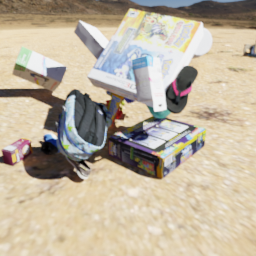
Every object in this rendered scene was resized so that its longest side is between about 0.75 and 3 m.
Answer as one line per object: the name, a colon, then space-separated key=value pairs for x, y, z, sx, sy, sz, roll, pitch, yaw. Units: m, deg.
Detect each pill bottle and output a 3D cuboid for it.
pill bottle: x=2.427 y=-3.291 z=11.009 sx=1.151 sy=1.151 sz=2.022 roll=-3 pitch=13 yaw=-7

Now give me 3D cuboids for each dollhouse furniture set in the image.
dollhouse furniture set: x=3.301 y=-1.663 z=7.088 sx=0.642 sy=0.916 sz=0.645 roll=8 pitch=6 yaw=-4

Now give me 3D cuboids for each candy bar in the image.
candy bar: x=-0.507 y=-0.548 z=8.571 sx=0.409 sy=1.642 sz=0.182 roll=21 pitch=52 yaw=-7

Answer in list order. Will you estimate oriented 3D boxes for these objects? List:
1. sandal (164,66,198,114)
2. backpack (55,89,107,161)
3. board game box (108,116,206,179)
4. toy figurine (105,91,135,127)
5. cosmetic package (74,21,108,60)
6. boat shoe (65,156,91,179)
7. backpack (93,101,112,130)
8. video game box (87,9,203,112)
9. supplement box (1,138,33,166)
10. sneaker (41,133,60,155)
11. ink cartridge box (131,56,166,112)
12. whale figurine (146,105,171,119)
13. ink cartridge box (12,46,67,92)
sandal: x=1.289 y=-1.010 z=6.735 sx=0.591 sy=0.355 sz=1.574 roll=25 pitch=62 yaw=6
backpack: x=-1.042 y=0.022 z=6.391 sx=1.148 sy=1.219 sz=1.494 roll=-42 pitch=36 yaw=12
board game box: x=0.811 y=0.391 z=7.599 sx=1.774 sy=0.609 sz=2.146 roll=18 pitch=30 yaw=38
toy figurine: x=0.217 y=-1.059 z=9.722 sx=1.426 sy=1.256 sz=2.381 roll=-4 pitch=24 yaw=14
cosmetic package: x=-1.062 y=-2.929 z=9.980 sx=0.862 sy=0.529 sz=2.089 roll=2 pitch=42 yaw=-49
boat shoe: x=-1.162 y=0.783 z=6.533 sx=0.334 sy=0.276 sz=0.928 roll=14 pitch=27 yaw=-51
backpack: x=-0.941 y=-0.214 z=8.195 sx=0.764 sy=0.952 sz=1.040 roll=47 pitch=12 yaw=15
video game box: x=0.464 y=-1.975 z=7.742 sx=2.344 sy=0.602 sz=2.573 roll=23 pitch=75 yaw=24
supplement box: x=-2.886 y=0.614 z=7.316 sx=0.325 sy=0.419 sz=0.759 roll=9 pitch=26 yaw=19
sneaker: x=-2.230 y=0.443 z=7.753 sx=0.969 sy=0.372 sz=0.539 roll=29 pitch=28 yaw=36
ink cartridge box: x=0.478 y=-0.948 z=6.249 sx=0.405 sy=1.193 sz=0.687 roll=-7 pitch=4 yaw=31
whale figurine: x=0.717 y=-0.727 z=8.130 sx=1.215 sy=0.631 sz=0.967 roll=33 pitch=4 yaw=-14
ink cartridge box: x=-3.785 y=-2.441 z=11.939 sx=1.957 sy=0.856 sz=1.422 roll=21 pitch=-18 yaw=-24
